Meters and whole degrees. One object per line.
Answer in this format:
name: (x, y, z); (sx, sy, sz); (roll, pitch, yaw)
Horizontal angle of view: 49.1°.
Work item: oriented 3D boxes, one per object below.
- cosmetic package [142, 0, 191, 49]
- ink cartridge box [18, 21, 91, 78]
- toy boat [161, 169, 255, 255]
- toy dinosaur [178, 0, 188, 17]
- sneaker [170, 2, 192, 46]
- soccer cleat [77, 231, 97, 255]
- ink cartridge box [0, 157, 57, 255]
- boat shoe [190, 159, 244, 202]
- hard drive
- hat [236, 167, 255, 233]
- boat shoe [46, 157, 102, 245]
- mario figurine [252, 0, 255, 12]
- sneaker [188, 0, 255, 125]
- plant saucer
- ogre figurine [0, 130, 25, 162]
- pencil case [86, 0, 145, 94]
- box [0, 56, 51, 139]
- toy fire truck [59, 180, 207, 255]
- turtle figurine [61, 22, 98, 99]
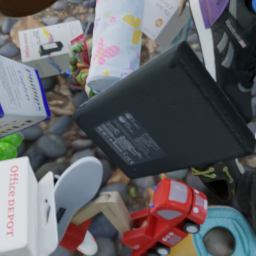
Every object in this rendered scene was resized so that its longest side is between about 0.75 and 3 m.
cosmetic package: (0.371, -3.588, 7.958); (0.746, 1.216, 2.945); (6, 37, -51)
ink cartridge box: (-2.508, -2.658, 9.565); (2.131, 0.882, 1.553); (-14, 60, -9)
toy boat: (1.441, 2.098, 6.376); (2.513, 1.389, 2.990); (-15, 60, -9)
toy dinosaur: (1.656, -3.387, 6.009); (1.314, 0.832, 1.939); (20, 85, 26)
sneaker: (1.337, -2.989, 8.055); (0.889, 1.362, 0.542); (18, 40, 13)
soccer cleat: (-1.230, 2.447, 6.648); (0.455, 0.565, 1.327); (-36, 65, -19)
ink cartridge box: (-1.759, 1.251, 3.363); (1.833, 1.148, 1.178); (-9, 46, -10)
boat shoe: (1.939, 0.868, 6.420); (1.028, 2.883, 0.868); (7, 64, 43)
hard drive: (0.399, -0.015, 4.663); (1.857, 2.661, 0.438); (49, 50, -16)
hat: (3.207, 1.667, 6.657); (2.423, 0.977, 2.423); (5, 82, -36)
boat shoe: (-0.991, 1.106, 4.608); (0.625, 0.721, 1.692); (26, 102, -20)
mario figurine: (3.098, -2.641, 7.369); (1.385, 1.613, 2.613); (-2, 70, -15)
sneaker: (2.182, -1.470, 5.413); (1.292, 2.950, 1.117); (-12, 11, 37)
plant saucer: (-2.438, -3.670, 7.135); (2.942, 2.942, 0.538); (-33, 94, -18)
ogre figurine: (-3.630, 0.774, 7.354); (1.547, 1.266, 2.580); (0, 42, 21)
pencil case: (-0.266, -1.848, 5.646); (1.067, 0.978, 2.352); (-6, 75, 36)
box: (-2.862, -0.377, 5.202); (2.017, 2.193, 1.151); (-20, 89, 9)
toy fire truck: (-0.031, 1.501, 4.564); (1.634, 2.317, 0.565); (29, 36, -7)
turtle figurine: (-0.787, -1.589, 7.166); (1.902, 1.369, 1.844); (-30, 55, -5)
